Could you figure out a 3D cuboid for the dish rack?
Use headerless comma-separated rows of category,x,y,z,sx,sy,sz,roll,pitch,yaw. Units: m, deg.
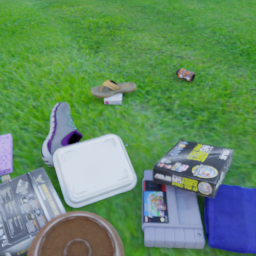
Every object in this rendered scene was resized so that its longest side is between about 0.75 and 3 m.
dish rack,-0.992,1.185,8.571,2.289,0.498,1.965,-16,68,-18

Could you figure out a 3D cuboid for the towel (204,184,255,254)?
towel,3.416,2.510,7.474,2.684,0.665,1.982,6,42,10

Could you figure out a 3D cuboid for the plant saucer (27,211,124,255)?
plant saucer,-1.187,2.978,6.567,2.309,0.398,2.309,7,48,-8

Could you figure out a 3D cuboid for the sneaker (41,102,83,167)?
sneaker,-2.119,0.124,10.022,1.261,1.072,2.881,-10,47,11

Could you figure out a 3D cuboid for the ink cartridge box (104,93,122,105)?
ink cartridge box,-0.666,-1.517,12.879,0.767,0.270,1.286,1,40,1

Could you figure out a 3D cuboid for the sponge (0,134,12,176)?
sponge,-4.572,0.957,9.692,1.030,0.275,1.846,-12,39,-14

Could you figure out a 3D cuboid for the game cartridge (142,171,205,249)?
game cartridge,1.192,2.200,8.010,1.584,0.469,2.443,4,38,-1

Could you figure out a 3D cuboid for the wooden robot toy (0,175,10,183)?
wooden robot toy,-4.365,1.603,8.600,1.332,0.604,0.587,-4,38,-4

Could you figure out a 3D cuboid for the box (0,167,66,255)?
box,-2.826,2.276,7.775,1.786,0.545,2.256,-21,43,-25

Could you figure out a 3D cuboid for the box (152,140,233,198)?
box,2.046,1.139,8.627,1.838,0.508,2.294,10,24,30

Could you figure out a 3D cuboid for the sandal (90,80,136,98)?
sandal,-0.667,-1.875,12.666,2.162,0.584,0.868,-12,39,-16

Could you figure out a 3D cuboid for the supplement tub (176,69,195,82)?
supplement tub,2.885,-2.680,14.181,0.932,0.498,0.498,28,46,31
